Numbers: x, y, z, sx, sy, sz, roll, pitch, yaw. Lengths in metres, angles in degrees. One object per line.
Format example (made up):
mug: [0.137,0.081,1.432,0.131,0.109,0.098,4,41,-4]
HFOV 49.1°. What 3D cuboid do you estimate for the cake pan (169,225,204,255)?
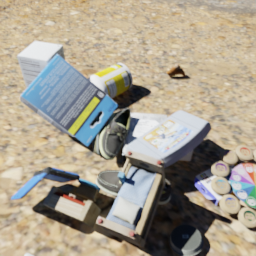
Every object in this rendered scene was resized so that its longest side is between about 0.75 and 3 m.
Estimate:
cake pan: [1.544,2.973,7.498,0.923,0.169,0.923,-8,32,5]

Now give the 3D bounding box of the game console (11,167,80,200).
game console: [-2.328,1.675,7.857,1.380,1.617,0.957,21,67,-26]

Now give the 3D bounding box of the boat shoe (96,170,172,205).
boat shoe: [0.147,1.663,8.633,2.409,0.725,0.859,10,47,11]

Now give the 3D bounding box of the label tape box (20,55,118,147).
label tape box: [-2.049,-0.893,9.926,2.763,0.913,1.980,39,71,-13]

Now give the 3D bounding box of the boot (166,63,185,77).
boot: [2.326,-2.628,13.548,0.709,0.913,0.350,-37,49,18]

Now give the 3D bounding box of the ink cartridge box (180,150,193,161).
ink cartridge box: [1.826,0.454,9.883,0.842,0.838,1.147,5,43,5]

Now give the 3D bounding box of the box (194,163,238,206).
box: [2.956,1.712,8.892,1.759,0.365,1.047,-23,48,-20]

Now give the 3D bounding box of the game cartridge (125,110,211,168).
game cartridge: [1.295,0.385,8.866,2.496,0.518,1.662,-34,27,-14]

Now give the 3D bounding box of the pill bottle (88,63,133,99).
pill bottle: [-0.985,-1.826,12.053,2.255,1.255,1.255,-33,52,-32]

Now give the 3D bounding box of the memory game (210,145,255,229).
memory game: [3.922,1.736,8.541,2.924,0.186,2.924,3,52,-4]

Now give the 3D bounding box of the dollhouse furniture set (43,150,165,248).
dollhouse furniture set: [-0.625,1.622,7.407,2.720,1.906,1.917,16,65,17]

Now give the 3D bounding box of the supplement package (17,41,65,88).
supplement package: [-3.359,-2.120,11.540,1.304,2.381,1.354,12,44,13]

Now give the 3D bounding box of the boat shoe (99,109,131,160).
boat shoe: [-0.394,0.106,9.886,0.809,0.744,2.264,35,41,-17]

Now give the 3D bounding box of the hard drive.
hard drive: [0.657,0.322,10.331,1.568,0.425,2.244,5,43,4]

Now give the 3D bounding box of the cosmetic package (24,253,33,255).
cosmetic package: [-1.699,3.781,5.553,1.470,1.783,1.471,16,45,17]

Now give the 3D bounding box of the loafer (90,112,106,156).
loafer: [-1.135,0.261,10.251,0.643,0.694,1.845,-27,50,26]
